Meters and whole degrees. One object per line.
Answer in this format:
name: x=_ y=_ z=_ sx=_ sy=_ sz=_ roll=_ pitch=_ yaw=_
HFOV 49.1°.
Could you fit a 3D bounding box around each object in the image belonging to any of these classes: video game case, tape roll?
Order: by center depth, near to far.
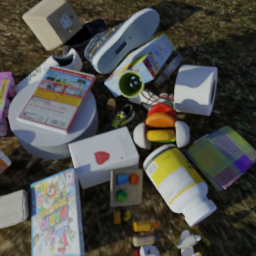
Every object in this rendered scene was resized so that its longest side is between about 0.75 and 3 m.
video game case: x=-2.035 y=2.526 z=7.803 sx=1.736 sy=0.216 sz=2.426 roll=-23 pitch=62 yaw=24
video game case: x=-2.398 y=-1.033 z=9.559 sx=1.783 sy=0.218 sz=2.494 roll=15 pitch=59 yaw=9
tape roll: x=-2.563 y=-0.406 z=9.874 sx=2.959 sy=0.978 sz=2.959 roll=0 pitch=57 yaw=-1
tape roll: x=2.416 y=-1.331 z=9.910 sx=1.168 sy=1.700 sz=1.700 roll=11 pitch=57 yaw=22

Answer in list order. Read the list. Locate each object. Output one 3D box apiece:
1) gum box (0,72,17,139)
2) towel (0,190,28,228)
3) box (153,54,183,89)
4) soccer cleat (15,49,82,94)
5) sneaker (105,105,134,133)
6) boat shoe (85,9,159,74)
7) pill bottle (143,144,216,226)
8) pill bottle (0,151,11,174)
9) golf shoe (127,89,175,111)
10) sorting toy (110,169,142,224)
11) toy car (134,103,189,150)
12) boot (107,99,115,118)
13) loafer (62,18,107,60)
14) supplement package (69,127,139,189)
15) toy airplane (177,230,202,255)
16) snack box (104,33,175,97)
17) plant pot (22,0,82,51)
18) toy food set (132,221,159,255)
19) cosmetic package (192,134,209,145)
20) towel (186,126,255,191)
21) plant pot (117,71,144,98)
gum box: x=-5.046 y=-0.783 z=10.174 sx=1.476 sy=0.860 sz=2.600 roll=-2 pitch=58 yaw=-1
towel: x=-3.606 y=2.439 z=8.289 sx=1.381 sy=0.238 sz=0.915 roll=-17 pitch=63 yaw=7
box: x=1.561 y=-2.202 z=11.003 sx=0.296 sy=0.969 sz=1.224 roll=40 pitch=65 yaw=0
soccer cleat: x=-3.104 y=-2.146 z=10.843 sx=2.820 sy=1.201 sz=0.968 roll=-27 pitch=61 yaw=-17
sneaker: x=-0.336 y=-0.286 z=9.989 sx=0.562 sy=0.639 sz=1.510 roll=30 pitch=64 yaw=18
boat shoe: x=-0.283 y=-2.901 z=8.824 sx=2.567 sy=0.908 sz=1.165 roll=-41 pitch=47 yaw=0
pill bottle: x=1.535 y=1.689 z=8.366 sx=1.266 sy=1.266 sz=2.261 roll=-27 pitch=62 yaw=-16
pill bottle: x=-4.860 y=1.459 z=8.391 sx=1.314 sy=1.314 sz=2.342 roll=33 pitch=65 yaw=19
golf shoe: x=0.831 y=-0.931 z=10.392 sx=1.861 sy=0.718 sz=0.820 roll=9 pitch=69 yaw=9
sorting toy: x=-0.019 y=2.025 z=8.346 sx=1.166 sy=0.210 sz=1.566 roll=4 pitch=86 yaw=-34
toy car: x=1.100 y=-0.054 z=9.039 sx=1.680 sy=1.920 sz=1.440 roll=-3 pitch=83 yaw=12
boot: x=-0.575 y=-0.838 z=10.120 sx=0.303 sy=0.789 sz=0.613 roll=0 pitch=38 yaw=5
loafer: x=-1.831 y=-3.971 z=12.168 sx=1.037 sy=0.908 sz=2.884 roll=25 pitch=61 yaw=16
supplement package: x=-0.751 y=0.963 z=8.900 sx=1.911 sy=1.144 sz=1.159 roll=-18 pitch=60 yaw=-10
toy airplane: x=1.657 y=3.592 z=7.137 sx=1.640 sy=1.162 sz=1.647 roll=-39 pitch=45 yaw=-26
snack box: x=0.434 y=-2.294 z=10.262 sx=0.772 sy=1.925 sz=2.282 roll=52 pitch=44 yaw=-19
plant pot: x=-2.828 y=-4.179 z=11.141 sx=1.663 sy=1.661 sz=1.472 roll=-46 pitch=38 yaw=-15
toy food set: x=0.626 y=3.328 z=7.532 sx=0.720 sy=0.764 sz=1.600 roll=-1 pitch=35 yaw=-17
cosmetic package: x=2.755 y=0.882 z=9.350 sx=0.686 sy=0.493 sz=1.216 roll=-26 pitch=60 yaw=-16
towel: x=3.057 y=0.875 z=9.000 sx=2.274 sy=0.259 sz=1.633 roll=-28 pitch=64 yaw=-31
plant pot: x=0.151 y=-1.286 z=8.178 sx=0.752 sy=0.752 sz=0.715 roll=17 pitch=15 yaw=10
